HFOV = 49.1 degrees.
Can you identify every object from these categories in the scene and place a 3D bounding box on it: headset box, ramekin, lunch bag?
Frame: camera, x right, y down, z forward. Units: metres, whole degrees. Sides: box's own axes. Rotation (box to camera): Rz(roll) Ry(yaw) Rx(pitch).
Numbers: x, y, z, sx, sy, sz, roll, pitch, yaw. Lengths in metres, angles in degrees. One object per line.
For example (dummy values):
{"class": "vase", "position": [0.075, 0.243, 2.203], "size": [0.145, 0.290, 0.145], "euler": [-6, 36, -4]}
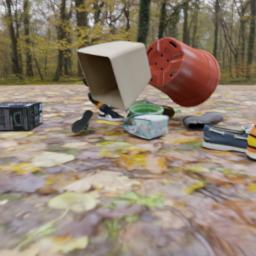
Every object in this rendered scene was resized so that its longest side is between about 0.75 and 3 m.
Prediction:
{"class": "headset box", "position": [-4.691, -0.487, 11.138], "size": [2.091, 0.970, 1.821], "euler": [0, 11, 0]}
{"class": "ramekin", "position": [0.710, -0.461, 11.307], "size": [1.380, 0.674, 1.380], "euler": [-1, 21, 0]}
{"class": "lunch bag", "position": [0.584, -0.112, 9.676], "size": [1.286, 0.784, 1.095], "euler": [12, 15, 40]}

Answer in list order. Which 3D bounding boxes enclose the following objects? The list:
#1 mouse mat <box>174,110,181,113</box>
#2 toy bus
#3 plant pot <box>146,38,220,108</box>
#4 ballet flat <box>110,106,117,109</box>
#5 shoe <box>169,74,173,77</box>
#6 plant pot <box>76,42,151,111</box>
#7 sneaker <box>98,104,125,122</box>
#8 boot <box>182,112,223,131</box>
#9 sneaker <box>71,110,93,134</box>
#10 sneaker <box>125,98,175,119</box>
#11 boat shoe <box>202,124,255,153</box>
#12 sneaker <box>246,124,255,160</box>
{"class": "mouse mat", "position": [2.515, -0.930, 15.756], "size": [0.924, 0.043, 1.148], "euler": [2, 11, 8]}
{"class": "toy bus", "position": [-1.117, -2.104, 14.352], "size": [1.430, 2.108, 2.024], "euler": [-25, -11, 23]}
{"class": "plant pot", "position": [2.102, -2.448, 12.014], "size": [2.727, 2.727, 2.653], "euler": [10, -1, 40]}
{"class": "ballet flat", "position": [-1.153, -1.576, 17.169], "size": [2.170, 0.742, 0.738], "euler": [6, 14, 29]}
{"class": "shoe", "position": [1.939, -2.172, 12.177], "size": [0.253, 0.331, 0.947], "euler": [7, 2, -39]}
{"class": "plant pot", "position": [-0.342, -2.156, 10.395], "size": [1.841, 2.077, 2.079], "euler": [-36, 38, -26]}
{"class": "sneaker", "position": [-0.811, -0.759, 12.852], "size": [1.479, 0.827, 0.540], "euler": [8, 14, 35]}
{"class": "boot", "position": [3.051, -0.182, 10.944], "size": [1.705, 0.595, 1.122], "euler": [-11, 15, -1]}
{"class": "sneaker", "position": [-1.736, -0.083, 10.139], "size": [0.503, 0.726, 1.202], "euler": [34, 49, 2]}
{"class": "sneaker", "position": [0.924, -0.953, 12.662], "size": [2.323, 0.779, 1.043], "euler": [-3, 48, -19]}
{"class": "boat shoe", "position": [3.320, 0.272, 7.964], "size": [2.333, 0.721, 0.874], "euler": [5, 12, 22]}
{"class": "sneaker", "position": [4.046, 0.381, 6.802], "size": [2.141, 0.963, 0.749], "euler": [4, 12, 19]}
